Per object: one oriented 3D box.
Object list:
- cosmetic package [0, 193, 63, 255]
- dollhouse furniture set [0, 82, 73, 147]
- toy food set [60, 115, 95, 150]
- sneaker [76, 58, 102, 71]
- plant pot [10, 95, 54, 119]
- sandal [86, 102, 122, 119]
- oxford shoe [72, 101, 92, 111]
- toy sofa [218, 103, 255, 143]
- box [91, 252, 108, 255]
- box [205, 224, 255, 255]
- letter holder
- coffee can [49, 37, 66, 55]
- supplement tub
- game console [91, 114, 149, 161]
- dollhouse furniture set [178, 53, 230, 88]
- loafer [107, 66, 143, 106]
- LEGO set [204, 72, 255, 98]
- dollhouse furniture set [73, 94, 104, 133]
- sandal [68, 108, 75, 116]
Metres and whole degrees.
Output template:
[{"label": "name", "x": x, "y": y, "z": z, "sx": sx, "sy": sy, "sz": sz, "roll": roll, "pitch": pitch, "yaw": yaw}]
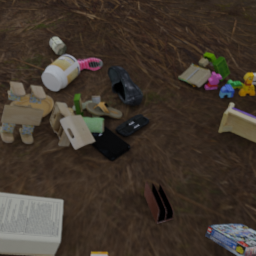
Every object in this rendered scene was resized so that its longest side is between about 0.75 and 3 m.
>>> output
[{"label": "cosmetic package", "x": -3.147, "y": 2.583, "z": 7.549, "sx": 2.582, "sy": 0.944, "sz": 1.337, "roll": 12, "pitch": 40, "yaw": -18}, {"label": "dollhouse furniture set", "x": -3.388, "y": -0.263, "z": 10.517, "sx": 2.399, "sy": 2.103, "sz": 1.594, "roll": 5, "pitch": 33, "yaw": -35}, {"label": "toy food set", "x": -1.816, "y": 0.157, "z": 10.079, "sx": 0.478, "sy": 1.136, "sz": 1.583, "roll": -29, "pitch": -2, "yaw": 10}, {"label": "sneaker", "x": -2.305, "y": -3.494, "z": 15.139, "sx": 1.793, "sy": 0.708, "sz": 0.855, "roll": -7, "pitch": 32, "yaw": -9}, {"label": "plant pot", "x": -4.287, "y": -0.869, "z": 12.476, "sx": 1.946, "sy": 0.267, "sz": 1.946, "roll": 1, "pitch": 43, "yaw": -1}, {"label": "sandal", "x": -0.973, "y": -0.808, "z": 11.851, "sx": 1.667, "sy": 0.450, "sz": 0.670, "roll": 13, "pitch": 42, "yaw": -23}, {"label": "oxford shoe", "x": -2.026, "y": -0.952, "z": 12.581, "sx": 0.951, "sy": 0.275, "sz": 0.358, "roll": -18, "pitch": 70, "yaw": 0}, {"label": "toy sofa", "x": 5.021, "y": -0.024, "z": 10.950, "sx": 2.577, "sy": 1.067, "sz": 1.257, "roll": 28, "pitch": 50, "yaw": 27}, {"label": "box", "x": -0.800, "y": 3.738, "z": 7.499, "sx": 0.461, "sy": 0.161, "sz": 0.774, "roll": 1, "pitch": 45, "yaw": 1}, {"label": "box", "x": 2.989, "y": 2.928, "z": 7.362, "sx": 1.629, "sy": 0.325, "sz": 1.116, "roll": 13, "pitch": 4, "yaw": -38}, {"label": "letter holder", "x": 0.950, "y": 2.227, "z": 8.679, "sx": 0.559, "sy": 0.790, "sz": 1.111, "roll": -12, "pitch": 43, "yaw": -13}, {"label": "coffee can", "x": -4.145, "y": -4.825, "z": 16.457, "sx": 0.740, "sy": 0.740, "sz": 1.011, "roll": -20, "pitch": 46, "yaw": -21}, {"label": "supplement tub", "x": -3.290, "y": -2.682, "z": 13.737, "sx": 1.235, "sy": 1.235, "sz": 1.710, "roll": 17, "pitch": 46, "yaw": 18}, {"label": "game console", "x": -0.173, "y": 0.222, "z": 11.247, "sx": 2.617, "sy": 0.316, "sz": 1.544, "roll": -32, "pitch": 51, "yaw": -29}, {"label": "dollhouse furniture set", "x": 3.854, "y": -2.683, "z": 14.321, "sx": 2.113, "sy": 1.061, "sz": 1.385, "roll": -42, "pitch": 39, "yaw": -8}, {"label": "loafer", "x": -0.352, "y": -2.051, "z": 13.194, "sx": 1.008, "sy": 0.975, "sz": 2.872, "roll": -9, "pitch": 45, "yaw": -29}, {"label": "LEGO set", "x": 5.250, "y": -2.196, "z": 13.260, "sx": 2.831, "sy": 1.162, "sz": 1.080, "roll": -5, "pitch": 43, "yaw": -5}, {"label": "dollhouse furniture set", "x": -1.619, "y": -0.623, "z": 11.502, "sx": 1.191, "sy": 0.912, "sz": 1.818, "roll": -4, "pitch": 33, "yaw": -2}, {"label": "sandal", "x": -2.470, "y": -0.551, "z": 11.927, "sx": 0.443, "sy": 0.397, "sz": 1.208, "roll": 16, "pitch": 36, "yaw": -21}]
